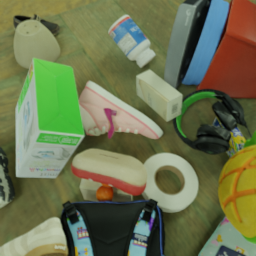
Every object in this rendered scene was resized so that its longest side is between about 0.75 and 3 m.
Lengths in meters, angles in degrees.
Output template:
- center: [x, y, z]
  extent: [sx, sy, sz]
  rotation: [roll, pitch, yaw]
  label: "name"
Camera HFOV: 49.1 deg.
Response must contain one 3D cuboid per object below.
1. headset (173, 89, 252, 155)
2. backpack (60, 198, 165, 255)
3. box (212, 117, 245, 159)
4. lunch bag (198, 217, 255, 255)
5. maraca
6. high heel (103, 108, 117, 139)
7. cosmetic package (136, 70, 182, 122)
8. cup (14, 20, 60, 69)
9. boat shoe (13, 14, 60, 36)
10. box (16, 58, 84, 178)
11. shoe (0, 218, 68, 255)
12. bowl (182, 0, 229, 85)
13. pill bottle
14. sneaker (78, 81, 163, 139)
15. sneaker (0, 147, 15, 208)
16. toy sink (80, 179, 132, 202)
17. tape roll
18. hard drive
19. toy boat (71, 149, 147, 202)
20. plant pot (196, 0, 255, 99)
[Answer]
- center: [2.580, -0.117, 7.830]
  extent: [2.996, 1.407, 1.850]
  rotation: [30, 84, 34]
  label: "headset"
- center: [-0.332, 3.030, 6.051]
  extent: [2.397, 1.766, 2.626]
  rotation: [-2, 56, -1]
  label: "backpack"
- center: [3.147, 0.325, 8.547]
  extent: [0.489, 0.533, 1.522]
  rotation: [-13, 58, -10]
  label: "box"
- center: [2.777, 3.407, 5.878]
  extent: [2.813, 1.715, 2.396]
  rotation: [31, 65, 28]
  label: "lunch bag"
- center: [2.740, 1.161, 6.049]
  extent: [1.543, 1.977, 2.884]
  rotation: [20, 23, 4]
  label: "maraca"
- center: [-0.576, -0.128, 7.917]
  extent: [0.407, 0.286, 0.849]
  rotation: [10, 94, -19]
  label: "high heel"
- center: [0.922, -1.008, 8.583]
  extent: [0.577, 0.817, 1.579]
  rotation: [-28, 49, -20]
  label: "cosmetic package"
- center: [-3.513, -3.231, 10.448]
  extent: [1.721, 1.231, 1.721]
  rotation: [0, 57, 0]
  label: "cup"
- center: [-3.770, -4.163, 11.356]
  extent: [1.939, 0.711, 0.722]
  rotation: [5, 57, 3]
  label: "boat shoe"
- center: [-2.267, -0.203, 7.752]
  extent: [1.196, 2.184, 2.475]
  rotation: [8, 50, -32]
  label: "box"
- center: [-2.250, 2.729, 5.819]
  extent: [2.698, 0.943, 0.720]
  rotation: [-36, 53, 22]
  label: "shoe"
- center: [2.498, -2.758, 9.180]
  extent: [0.565, 2.880, 2.880]
  rotation: [19, 59, 4]
  label: "bowl"
- center: [0.183, -3.105, 10.225]
  extent: [0.989, 0.989, 1.763]
  rotation: [-42, 95, -24]
  label: "pill bottle"
- center: [-0.423, -0.119, 8.634]
  extent: [2.810, 1.058, 1.469]
  rotation: [33, 87, 3]
  label: "sneaker"
- center: [-3.960, 1.184, 7.800]
  extent: [0.958, 0.933, 2.406]
  rotation: [-28, 58, 3]
  label: "sneaker"
- center: [-0.520, 1.531, 7.567]
  extent: [1.346, 0.877, 0.754]
  rotation: [7, 57, 5]
  label: "toy sink"
- center: [1.109, 1.496, 7.783]
  extent: [1.673, 0.306, 1.673]
  rotation: [5, 56, -8]
  label: "tape roll"
- center: [1.866, -2.817, 8.941]
  extent: [0.602, 2.843, 1.917]
  rotation: [24, 50, 16]
  label: "hard drive"
- center: [-0.464, 1.254, 6.663]
  extent: [1.806, 1.179, 1.181]
  rotation: [11, 101, 16]
  label: "toy boat"
- center: [3.867, -2.400, 9.193]
  extent: [2.185, 2.479, 2.477]
  rotation: [20, 54, 5]
  label: "plant pot"
